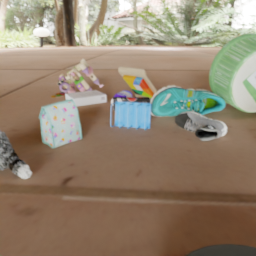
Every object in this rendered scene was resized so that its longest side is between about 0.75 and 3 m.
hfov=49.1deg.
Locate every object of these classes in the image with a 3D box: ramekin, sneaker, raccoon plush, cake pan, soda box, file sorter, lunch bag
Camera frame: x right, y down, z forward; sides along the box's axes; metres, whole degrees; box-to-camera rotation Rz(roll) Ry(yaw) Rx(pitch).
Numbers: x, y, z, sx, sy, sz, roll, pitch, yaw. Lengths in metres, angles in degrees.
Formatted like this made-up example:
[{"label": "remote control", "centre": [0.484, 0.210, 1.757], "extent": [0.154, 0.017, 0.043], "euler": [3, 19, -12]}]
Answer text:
[{"label": "ramekin", "centre": [4.389, -1.843, 9.931], "extent": [2.668, 2.668, 1.303], "euler": [-4, 29, -11]}, {"label": "sneaker", "centre": [2.101, -0.896, 9.850], "extent": [2.852, 1.105, 1.136], "euler": [-7, 21, -19]}, {"label": "sneaker", "centre": [1.997, -0.040, 8.244], "extent": [1.623, 0.609, 0.937], "euler": [14, 24, 31]}, {"label": "raccoon plush", "centre": [-3.084, 0.689, 6.017], "extent": [1.212, 0.875, 1.809], "euler": [-27, 33, -37]}, {"label": "cake pan", "centre": [1.293, 2.037, 2.776], "extent": [2.301, 0.422, 2.301], "euler": [0, 20, 0]}, {"label": "soda box", "centre": [0.126, -0.926, 10.803], "extent": [1.416, 0.501, 0.448], "euler": [-1, 15, -2]}, {"label": "file sorter", "centre": [0.076, -0.369, 8.694], "extent": [1.156, 0.802, 0.709], "euler": [5, 10, 12]}, {"label": "lunch bag", "centre": [-1.871, -0.157, 7.706], "extent": [0.989, 1.161, 0.708], "euler": [-20, 26, -39]}]

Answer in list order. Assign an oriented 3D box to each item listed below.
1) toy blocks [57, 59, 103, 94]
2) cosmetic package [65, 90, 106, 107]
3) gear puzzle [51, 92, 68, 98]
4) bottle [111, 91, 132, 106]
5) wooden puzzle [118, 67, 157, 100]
[{"label": "toy blocks", "centre": [-2.170, -2.043, 12.804], "extent": [1.613, 1.453, 1.726], "euler": [-35, 23, 4]}, {"label": "cosmetic package", "centre": [-1.815, -1.282, 12.001], "extent": [1.460, 0.377, 1.101], "euler": [-11, 24, -27]}, {"label": "gear puzzle", "centre": [-3.285, -1.561, 13.139], "extent": [0.507, 0.128, 0.978], "euler": [10, 22, 27]}, {"label": "bottle", "centre": [-0.296, -1.219, 11.713], "extent": [0.564, 0.441, 1.351], "euler": [17, 25, 18]}, {"label": "wooden puzzle", "centre": [0.459, -1.800, 11.863], "extent": [1.619, 1.750, 0.326], "euler": [20, 65, 45]}]
